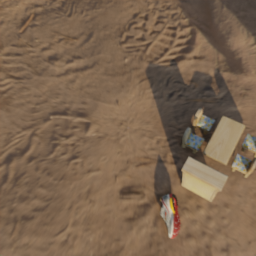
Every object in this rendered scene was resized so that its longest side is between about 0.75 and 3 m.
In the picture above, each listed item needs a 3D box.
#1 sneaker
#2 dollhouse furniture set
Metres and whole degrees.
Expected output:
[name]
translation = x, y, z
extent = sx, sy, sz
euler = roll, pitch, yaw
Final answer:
[sneaker]
translation = 1.230, 2.622, 8.326
extent = 0.515, 0.488, 1.254
euler = -15, 67, 32
[dollhouse furniture set]
translation = 2.665, 0.703, 8.363
extent = 2.224, 1.686, 2.537
euler = 27, 72, 20
